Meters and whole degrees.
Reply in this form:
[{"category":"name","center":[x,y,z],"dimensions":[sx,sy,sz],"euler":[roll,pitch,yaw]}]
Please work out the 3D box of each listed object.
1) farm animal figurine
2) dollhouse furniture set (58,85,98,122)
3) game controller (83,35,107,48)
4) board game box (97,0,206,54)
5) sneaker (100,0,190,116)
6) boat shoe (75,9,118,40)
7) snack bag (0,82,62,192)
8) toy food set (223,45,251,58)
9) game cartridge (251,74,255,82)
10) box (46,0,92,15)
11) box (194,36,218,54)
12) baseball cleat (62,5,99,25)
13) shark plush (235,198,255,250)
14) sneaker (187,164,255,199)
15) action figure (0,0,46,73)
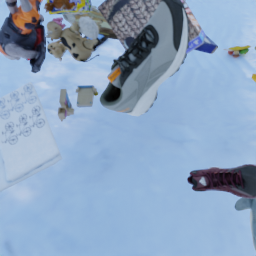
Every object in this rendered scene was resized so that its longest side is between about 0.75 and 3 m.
[{"category":"farm animal figurine","center":[-1.101,-1.587,4.960],"dimensions":[1.257,1.271,0.663],"euler":[39,59,12]},{"category":"dollhouse furniture set","center":[-1.226,-0.548,7.148],"dimensions":[0.932,0.608,0.880],"euler":[-3,58,1]},{"category":"game controller","center":[-1.513,-3.940,12.447],"dimensions":[0.802,0.324,1.538],"euler":[23,51,21]},{"category":"board game box","center":[0.601,-2.529,6.727],"dimensions":[1.634,2.050,0.993],"euler":[-30,14,29]},{"category":"sneaker","center":[0.242,-1.152,5.045],"dimensions":[0.986,2.486,0.919],"euler":[1,47,-31]},{"category":"boat shoe","center":[-0.527,-3.253,8.556],"dimensions":[2.280,0.868,0.817],"euler":[-1,6,-39]},{"category":"snack bag","center":[-2.348,0.256,5.128],"dimensions":[1.958,0.210,1.846],"euler":[-29,62,0]},{"category":"toy food set","center":[4.584,-3.185,11.739],"dimensions":[1.154,0.377,0.679],"euler":[-16,24,-17]},{"category":"game cartridge","center":[3.385,-1.015,6.301],"dimensions":[0.973,0.158,0.858],"euler":[20,8,36]},{"category":"box","center":[-1.401,-3.045,6.830],"dimensions":[0.456,0.497,1.418],"euler":[0,21,20]},{"category":"box","center":[1.826,-2.959,8.669],"dimensions":[2.287,0.371,1.386],"euler":[-9,56,-53]},{"category":"baseball cleat","center":[-1.609,-3.915,9.649],"dimensions":[1.640,0.873,0.572],"euler":[7,20,-36]},{"category":"shark plush","center":[1.938,0.884,3.488],"dimensions":[0.696,1.532,0.638],"euler":[26,30,10]},{"category":"sneaker","center":[1.215,0.722,3.661],"dimensions":[0.662,1.146,0.434],"euler":[-1,81,-26]},{"category":"action figure","center":[-2.807,-2.917,7.303],"dimensions":[1.391,2.572,2.659],"euler":[7,48,-32]}]
